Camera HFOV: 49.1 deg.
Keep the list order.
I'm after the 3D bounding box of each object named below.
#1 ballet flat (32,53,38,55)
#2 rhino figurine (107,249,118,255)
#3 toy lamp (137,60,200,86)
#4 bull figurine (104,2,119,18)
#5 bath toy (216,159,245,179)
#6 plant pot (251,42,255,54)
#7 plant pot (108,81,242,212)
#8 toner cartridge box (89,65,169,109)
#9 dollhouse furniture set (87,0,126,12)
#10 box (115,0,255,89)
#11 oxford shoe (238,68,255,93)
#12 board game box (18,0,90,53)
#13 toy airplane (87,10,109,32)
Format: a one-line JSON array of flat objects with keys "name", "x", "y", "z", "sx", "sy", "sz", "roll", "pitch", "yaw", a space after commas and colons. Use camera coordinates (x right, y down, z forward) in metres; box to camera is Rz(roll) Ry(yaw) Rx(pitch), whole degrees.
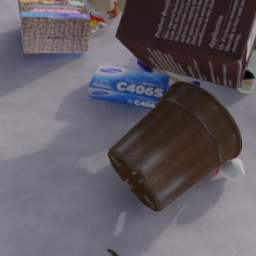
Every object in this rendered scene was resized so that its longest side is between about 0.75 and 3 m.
[{"name": "ballet flat", "x": -3.586, "y": -3.091, "z": 10.241, "sx": 0.350, "sy": 0.373, "sz": 1.032, "roll": -23, "pitch": 55, "yaw": -24}, {"name": "rhino figurine", "x": -0.216, "y": 3.359, "z": 4.972, "sx": 1.039, "sy": 0.711, "sz": 2.376, "roll": -8, "pitch": 50, "yaw": -5}, {"name": "toy lamp", "x": 1.242, "y": -1.741, "z": 9.041, "sx": 2.206, "sy": 0.642, "sz": 0.642, "roll": 34, "pitch": 59, "yaw": 22}, {"name": "bull figurine", "x": -0.562, "y": -5.038, "z": 11.765, "sx": 0.651, "sy": 0.349, "sz": 1.072, "roll": 12, "pitch": 57, "yaw": 14}, {"name": "bath toy", "x": 2.529, "y": 0.511, "z": 7.249, "sx": 0.662, "sy": 0.778, "sz": 1.790, "roll": -19, "pitch": 50, "yaw": 29}, {"name": "plant pot", "x": 3.918, "y": -4.409, "z": 10.075, "sx": 2.772, "sy": 2.772, "sz": 2.538, "roll": 6, "pitch": 41, "yaw": 4}, {"name": "plant pot", "x": 0.915, "y": 0.523, "z": 6.400, "sx": 2.263, "sy": 2.286, "sz": 2.286, "roll": -39, "pitch": 61, "yaw": -17}, {"name": "toner cartridge box", "x": 0.054, "y": -1.279, "z": 8.734, "sx": 2.321, "sy": 0.501, "sz": 1.103, "roll": 11, "pitch": 53, "yaw": 8}, {"name": "dollhouse furniture set", "x": -0.512, "y": -6.018, "z": 11.731, "sx": 2.154, "sy": 1.233, "sz": 2.526, "roll": 12, "pitch": 50, "yaw": 21}, {"name": "box", "x": 1.601, "y": -2.514, "z": 6.524, "sx": 2.747, "sy": 2.256, "sz": 2.279, "roll": 19, "pitch": 92, "yaw": 21}, {"name": "oxford shoe", "x": 3.680, "y": -1.907, "z": 9.233, "sx": 0.675, "sy": 0.518, "sz": 1.794, "roll": -7, "pitch": 50, "yaw": -1}, {"name": "board game box", "x": -2.766, "y": -4.070, "z": 10.136, "sx": 2.204, "sy": 1.339, "sz": 2.765, "roll": -5, "pitch": 51, "yaw": -19}, {"name": "toy airplane", "x": -1.236, "y": -4.081, "z": 10.923, "sx": 0.994, "sy": 0.704, "sz": 0.998, "roll": 18, "pitch": 18, "yaw": 1}]
